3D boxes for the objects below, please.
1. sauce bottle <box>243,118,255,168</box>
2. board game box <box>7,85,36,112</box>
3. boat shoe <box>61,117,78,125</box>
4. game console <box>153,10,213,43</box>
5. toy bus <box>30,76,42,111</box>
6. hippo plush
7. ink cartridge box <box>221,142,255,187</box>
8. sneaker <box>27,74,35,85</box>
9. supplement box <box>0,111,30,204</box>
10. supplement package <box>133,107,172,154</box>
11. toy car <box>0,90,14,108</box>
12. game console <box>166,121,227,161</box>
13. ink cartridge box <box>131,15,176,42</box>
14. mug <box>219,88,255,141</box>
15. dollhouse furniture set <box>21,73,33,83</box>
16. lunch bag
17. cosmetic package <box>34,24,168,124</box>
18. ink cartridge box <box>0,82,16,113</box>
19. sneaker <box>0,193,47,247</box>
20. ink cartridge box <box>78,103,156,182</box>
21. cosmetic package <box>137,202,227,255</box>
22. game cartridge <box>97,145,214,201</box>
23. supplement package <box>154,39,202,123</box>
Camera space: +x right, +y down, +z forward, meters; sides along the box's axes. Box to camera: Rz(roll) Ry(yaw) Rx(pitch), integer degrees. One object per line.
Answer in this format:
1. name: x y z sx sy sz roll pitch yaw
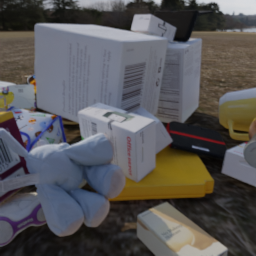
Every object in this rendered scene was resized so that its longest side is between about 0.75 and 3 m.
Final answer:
1. sauce bottle: 3.082 0.018 5.896 0.901 0.901 2.786 15 26 33
2. board game box: -3.433 -0.825 8.969 0.763 0.749 1.454 -6 -5 -23
3. boat shoe: -1.488 -0.563 9.324 1.723 0.620 0.621 -15 27 -33
4. game console: 1.669 -3.360 9.166 1.670 1.469 0.972 19 0 41
5. toy bus: -2.808 -1.717 10.347 2.064 1.981 1.400 1 25 6
6. hippo plush: -1.255 0.970 5.064 2.081 1.657 1.673 2 -10 -26
7. ink cartridge box: 2.732 0.753 6.015 0.939 0.545 1.272 21 22 40
8. sneaker: -4.104 -2.337 13.819 1.888 0.687 0.799 -17 8 -38
9. supplement box: -3.198 0.686 4.634 2.599 1.341 1.702 -4 19 28
10. supplement package: 0.415 0.066 6.527 0.622 0.646 1.135 -37 27 -3
11. toy car: -3.652 -0.685 6.618 1.484 1.397 0.331 -28 55 2
12. game console: 1.667 0.308 6.868 1.466 0.228 1.297 12 29 -1
13. ink cartridge box: 0.753 -2.953 8.359 1.093 0.461 0.798 8 11 -40
14. mug: 3.447 -0.489 8.245 1.459 1.423 1.777 1 10 23
15. dollhouse furniture set: -5.063 -2.785 14.674 0.986 0.655 0.865 -5 23 -12
16. lunch bag: -2.564 0.359 6.520 1.511 1.101 1.778 11 40 19
17. cosmetic package: -0.785 -1.545 7.982 2.882 2.376 2.378 21 27 27
18. ink cartridge box: -4.739 -1.003 9.891 0.989 0.993 1.367 11 25 25
19. sneaker: -1.957 1.473 4.632 1.503 0.563 0.749 -10 16 -42
20. ink cartridge box: -0.223 0.256 5.676 1.541 1.125 0.648 20 36 36
21. cosmetic package: 0.735 1.680 4.118 0.656 0.444 1.248 -15 27 -32
22. game cartridge: 0.446 0.764 6.474 2.311 0.425 2.621 -1 23 -4
23. supplement package: 1.297 -1.653 9.455 1.819 2.415 1.833 11 29 28
